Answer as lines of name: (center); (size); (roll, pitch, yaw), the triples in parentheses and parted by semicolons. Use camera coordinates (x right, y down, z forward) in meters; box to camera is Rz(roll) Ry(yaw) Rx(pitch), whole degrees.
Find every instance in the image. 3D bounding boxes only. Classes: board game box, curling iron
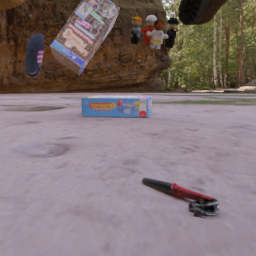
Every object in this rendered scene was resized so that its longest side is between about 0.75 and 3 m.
board game box: (-0.359, -0.963, 11.943); (2.624, 0.733, 2.569); (1, 8, 7)
curling iron: (0.505, 0.693, 3.050); (0.281, 0.145, 1.135); (-6, 11, -32)
board game box: (-1.576, -3.396, 10.228); (1.195, 2.467, 1.967); (34, -5, -10)

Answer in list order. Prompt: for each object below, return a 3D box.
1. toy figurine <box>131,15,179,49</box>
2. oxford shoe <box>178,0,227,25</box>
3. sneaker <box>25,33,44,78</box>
toy figurine: (0.915, -3.457, 9.958); (1.481, 1.031, 1.458); (25, 29, 33)
oxford shoe: (2.118, -3.536, 6.513); (1.008, 2.388, 0.868); (-9, 57, -34)
sneaker: (-3.355, -2.581, 10.055); (0.566, 1.614, 0.662); (11, -16, -8)
